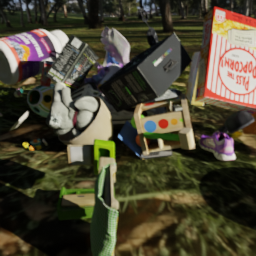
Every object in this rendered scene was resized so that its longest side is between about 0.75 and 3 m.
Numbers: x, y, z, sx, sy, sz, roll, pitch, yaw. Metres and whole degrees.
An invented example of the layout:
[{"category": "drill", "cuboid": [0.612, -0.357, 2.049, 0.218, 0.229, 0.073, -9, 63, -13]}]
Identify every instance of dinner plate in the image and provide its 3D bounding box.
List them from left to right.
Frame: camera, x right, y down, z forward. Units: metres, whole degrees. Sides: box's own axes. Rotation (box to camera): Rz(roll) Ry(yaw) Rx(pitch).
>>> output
[{"category": "dinner plate", "cuboid": [-3.861, -0.229, 10.002, 0.925, 0.112, 0.925, -43, 13, 12]}]

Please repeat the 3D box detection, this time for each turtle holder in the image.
[{"category": "turtle holder", "cuboid": [-3.035, -0.994, 10.838, 1.807, 1.373, 1.283, 33, 11, 29]}]

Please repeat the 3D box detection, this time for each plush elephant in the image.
[{"category": "plush elephant", "cuboid": [-1.536, -0.351, 7.937, 1.334, 1.419, 1.723, 12, 18, -20]}]

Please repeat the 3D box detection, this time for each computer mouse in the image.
[{"category": "computer mouse", "cuboid": [0.606, -3.185, 9.056, 0.286, 1.678, 0.492, 6, 66, 27]}, {"category": "computer mouse", "cuboid": [3.087, -0.176, 8.090, 1.193, 0.454, 1.723, -31, -8, 10]}]

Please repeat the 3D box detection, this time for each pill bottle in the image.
[{"category": "pill bottle", "cuboid": [-3.725, -2.898, 10.971, 1.633, 1.633, 2.932, 16, 36, 34]}]

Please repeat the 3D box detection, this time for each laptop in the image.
[{"category": "laptop", "cuboid": [0.588, 0.280, 8.496, 1.436, 0.832, 1.345, -8, 21, 15]}]

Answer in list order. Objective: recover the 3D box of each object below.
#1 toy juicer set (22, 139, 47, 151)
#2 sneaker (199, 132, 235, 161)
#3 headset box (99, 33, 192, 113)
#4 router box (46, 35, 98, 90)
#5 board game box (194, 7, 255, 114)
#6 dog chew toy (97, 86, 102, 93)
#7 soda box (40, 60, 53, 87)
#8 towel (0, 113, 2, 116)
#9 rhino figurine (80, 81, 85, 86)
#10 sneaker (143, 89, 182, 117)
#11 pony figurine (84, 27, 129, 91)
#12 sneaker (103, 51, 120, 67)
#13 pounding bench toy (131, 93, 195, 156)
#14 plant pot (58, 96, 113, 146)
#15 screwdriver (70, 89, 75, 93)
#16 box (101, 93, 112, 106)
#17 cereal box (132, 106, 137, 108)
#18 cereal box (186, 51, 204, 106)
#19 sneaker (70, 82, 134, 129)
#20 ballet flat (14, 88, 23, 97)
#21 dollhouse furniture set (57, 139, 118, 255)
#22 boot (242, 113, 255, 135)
[{"category": "toy juicer set", "cuboid": [-2.873, 0.490, 8.860, 0.509, 0.218, 0.800, 17, 27, 36]}, {"category": "sneaker", "cuboid": [2.645, 0.410, 8.327, 0.632, 0.694, 1.570, -5, 15, -12]}, {"category": "headset box", "cuboid": [0.542, -1.647, 8.539, 2.278, 1.057, 1.984, -15, 27, 54]}, {"category": "router box", "cuboid": [-1.777, -2.054, 9.257, 0.613, 1.478, 1.973, 33, 4, 2]}, {"category": "board game box", "cuboid": [3.068, -1.882, 8.076, 1.988, 2.624, 0.608, 10, -8, -13]}, {"category": "dog chew toy", "cuboid": [-0.775, -1.925, 13.024, 1.151, 1.151, 1.849, 11, 7, 26]}, {"category": "soda box", "cuboid": [-2.605, -1.727, 8.974, 0.308, 0.880, 0.279, 1, 52, -25]}, {"category": "towel", "cuboid": [-5.626, -0.553, 11.552, 0.600, 0.123, 0.820, -19, 31, -38]}, {"category": "rhino figurine", "cuboid": [-1.570, -1.327, 11.097, 0.881, 0.602, 2.015, -22, 44, -20]}, {"category": "sneaker", "cuboid": [1.819, -0.724, 10.944, 1.585, 1.030, 2.745, 24, 33, 33]}, {"category": "pony figurine", "cuboid": [-0.450, -2.196, 11.164, 2.753, 2.375, 2.852, 33, 55, 5]}, {"category": "sneaker", "cuboid": [-0.466, -2.987, 11.671, 0.922, 1.658, 0.636, 22, 46, 0]}, {"category": "pounding bench toy", "cuboid": [0.936, 0.026, 7.905, 1.652, 1.316, 2.118, -10, 18, 12]}, {"category": "plant pot", "cuboid": [-1.104, 0.043, 8.454, 1.680, 1.128, 1.680, -28, 38, 24]}, {"category": "screwdriver", "cuboid": [-2.201, -2.467, 11.445, 0.429, 0.411, 2.948, -11, 49, 3]}, {"category": "box", "cuboid": [-1.605, -0.940, 11.859, 1.792, 0.565, 2.272, 19, 29, 38]}, {"category": "cereal box", "cuboid": [0.065, -0.854, 10.032, 0.817, 0.162, 0.588, 2, -4, -42]}, {"category": "cereal box", "cuboid": [3.007, -2.188, 12.031, 0.574, 2.089, 2.904, 9, 15, 4]}, {"category": "sneaker", "cuboid": [-0.818, -0.811, 9.782, 2.940, 1.691, 1.109, -2, -4, -2]}, {"category": "ballet flat", "cuboid": [-5.573, -1.755, 14.193, 0.412, 0.400, 1.158, -26, 24, -12]}, {"category": "dollhouse furniture set", "cuboid": [-0.807, 1.333, 5.079, 1.173, 1.531, 2.337, -1, 22, -4]}, {"category": "boot", "cuboid": [4.226, 0.114, 8.836, 0.649, 1.846, 1.321, 23, -24, -24]}]
